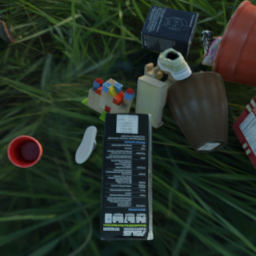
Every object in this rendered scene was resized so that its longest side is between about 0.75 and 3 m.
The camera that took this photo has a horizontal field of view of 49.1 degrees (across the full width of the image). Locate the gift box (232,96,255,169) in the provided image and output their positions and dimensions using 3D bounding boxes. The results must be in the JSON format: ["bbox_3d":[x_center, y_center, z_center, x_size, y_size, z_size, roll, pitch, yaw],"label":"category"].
[{"bbox_3d":[4.171,0.241,6.758,2.099,2.074,2.248,1,54,-19],"label":"gift box"}]

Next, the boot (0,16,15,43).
[{"bbox_3d":[-5.073,-3.605,10.708,1.057,0.814,2.180,-32,50,-9],"label":"boot"}]

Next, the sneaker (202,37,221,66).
[{"bbox_3d":[3.023,-2.635,9.808,0.476,1.079,0.439,26,35,5],"label":"sneaker"}]

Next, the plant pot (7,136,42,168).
[{"bbox_3d":[-2.605,0.618,7.277,0.808,0.715,0.808,0,86,-5],"label":"plant pot"}]

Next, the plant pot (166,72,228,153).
[{"bbox_3d":[2.039,-0.295,7.777,1.711,1.711,1.830,-7,65,-5],"label":"plant pot"}]

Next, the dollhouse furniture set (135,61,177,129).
[{"bbox_3d":[1.202,-1.058,8.608,1.851,1.311,2.015,29,40,31],"label":"dollhouse furniture set"}]

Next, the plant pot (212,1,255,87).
[{"bbox_3d":[4.227,-2.182,8.337,2.441,2.510,2.510,28,58,26],"label":"plant pot"}]

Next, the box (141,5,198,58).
[{"bbox_3d":[1.507,-3.526,10.248,1.752,0.938,1.301,16,72,12],"label":"box"}]

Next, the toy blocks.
[{"bbox_3d":[-0.533,-0.882,8.227,1.649,1.127,0.824,30,44,15],"label":"toy blocks"}]

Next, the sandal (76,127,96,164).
[{"bbox_3d":[-1.100,0.497,7.868,0.477,0.288,1.171,-2,57,34],"label":"sandal"}]

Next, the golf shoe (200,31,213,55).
[{"bbox_3d":[2.819,-3.063,10.160,0.420,0.889,0.346,18,29,30],"label":"golf shoe"}]

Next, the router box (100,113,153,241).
[{"bbox_3d":[-0.108,1.027,5.669,0.837,2.695,2.019,1,76,-4],"label":"router box"}]

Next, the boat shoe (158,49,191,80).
[{"bbox_3d":[1.275,-1.942,7.960,0.692,0.597,1.923,-24,28,0],"label":"boat shoe"}]
